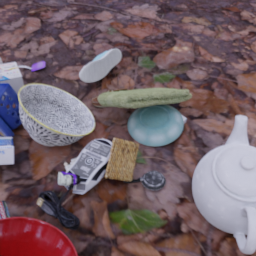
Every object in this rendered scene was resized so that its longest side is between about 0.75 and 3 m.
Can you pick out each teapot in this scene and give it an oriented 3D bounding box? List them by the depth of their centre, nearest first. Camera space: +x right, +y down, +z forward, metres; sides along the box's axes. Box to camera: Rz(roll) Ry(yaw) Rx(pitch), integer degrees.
[{"bbox_3d":[3.078,1.501,7.673,2.734,2.023,2.770,-33,57,-16],"label":"teapot"}]

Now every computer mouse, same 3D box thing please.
[{"bbox_3d":[-1.372,1.579,8.671,1.616,0.646,2.947,20,56,31],"label":"computer mouse"}]

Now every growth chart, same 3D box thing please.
[{"bbox_3d":[-1.199,1.215,9.407,1.842,0.163,1.333,-32,56,-25],"label":"growth chart"}]

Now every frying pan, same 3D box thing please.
[{"bbox_3d":[0.578,1.599,9.022,1.296,0.211,0.784,14,41,17],"label":"frying pan"}]

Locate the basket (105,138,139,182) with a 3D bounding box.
[{"bbox_3d":[-0.350,0.964,8.751,0.935,0.896,1.256,13,85,-27],"label":"basket"}]

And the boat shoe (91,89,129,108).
[{"bbox_3d":[-0.710,-1.288,11.411,1.641,0.589,0.621,-14,49,-13],"label":"boat shoe"}]

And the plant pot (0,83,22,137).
[{"bbox_3d":[-4.760,-0.522,9.948,1.597,1.597,1.436,0,51,17],"label":"plant pot"}]

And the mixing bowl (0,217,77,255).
[{"bbox_3d":[-2.364,3.201,5.813,2.427,1.315,2.427,18,23,-8],"label":"mixing bowl"}]

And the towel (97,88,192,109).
[{"bbox_3d":[0.606,-1.105,10.290,2.983,0.544,2.213,-9,12,-29],"label":"towel"}]

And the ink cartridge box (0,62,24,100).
[{"bbox_3d":[-4.933,-1.939,11.611,0.995,0.978,1.352,-16,44,-21],"label":"ink cartridge box"}]

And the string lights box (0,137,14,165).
[{"bbox_3d":[-4.113,0.690,8.845,0.912,0.523,1.775,0,9,-23],"label":"string lights box"}]

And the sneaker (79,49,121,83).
[{"bbox_3d":[-1.319,-2.675,12.370,2.329,0.861,0.954,-39,23,-29],"label":"sneaker"}]

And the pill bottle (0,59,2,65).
[{"bbox_3d":[-6.656,-2.844,12.571,1.812,0.993,0.993,-24,52,-20],"label":"pill bottle"}]

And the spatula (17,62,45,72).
[{"bbox_3d":[-4.954,-2.818,13.082,2.159,0.222,0.610,-6,46,-5],"label":"spatula"}]

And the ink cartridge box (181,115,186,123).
[{"bbox_3d":[1.526,-0.235,10.688,1.118,0.319,0.909,-39,58,-22],"label":"ink cartridge box"}]

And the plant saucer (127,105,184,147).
[{"bbox_3d":[0.999,-0.281,10.425,2.119,0.408,2.119,-5,50,6],"label":"plant saucer"}]

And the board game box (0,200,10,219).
[{"bbox_3d":[-3.480,2.691,7.528,1.277,0.394,1.278,-17,70,-15],"label":"board game box"}]

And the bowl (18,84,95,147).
[{"bbox_3d":[-2.615,-0.204,9.605,2.709,1.271,2.709,27,26,-14],"label":"bowl"}]

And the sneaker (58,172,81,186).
[{"bbox_3d":[-1.691,1.507,8.170,0.525,0.367,1.056,5,-3,-33],"label":"sneaker"}]
